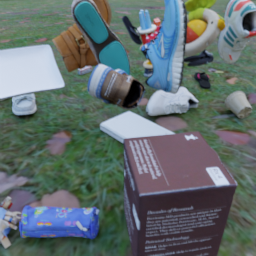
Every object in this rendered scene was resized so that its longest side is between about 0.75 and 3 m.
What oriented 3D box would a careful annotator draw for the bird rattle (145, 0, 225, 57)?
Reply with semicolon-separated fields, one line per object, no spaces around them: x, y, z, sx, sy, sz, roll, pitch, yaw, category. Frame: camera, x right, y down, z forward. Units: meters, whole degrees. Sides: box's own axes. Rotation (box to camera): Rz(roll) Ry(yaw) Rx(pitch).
1.842;-3.031;8.701;2.512;1.415;2.048;-35;41;8;bird rattle

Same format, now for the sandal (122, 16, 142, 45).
0.176;-3.645;10.459;0.256;1.195;0.454;-23;17;35;sandal

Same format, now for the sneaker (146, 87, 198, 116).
1.747;-0.969;10.929;2.419;0.901;1.054;-21;42;-30;sneaker

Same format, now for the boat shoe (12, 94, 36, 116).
-4.267;-1.255;11.422;0.911;0.793;2.473;-8;32;-12;boat shoe

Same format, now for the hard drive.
0.296;0.135;9.627;1.467;0.292;2.224;-26;39;-36;hard drive

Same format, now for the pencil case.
-1.471;2.049;6.059;1.720;0.671;0.747;0;0;2;pencil case

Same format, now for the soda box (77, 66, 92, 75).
-2.307;-3.085;14.954;0.288;0.267;0.841;21;36;31;soda box

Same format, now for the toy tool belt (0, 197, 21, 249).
-2.698;2.105;6.210;0.631;0.641;1.026;31;34;-10;toy tool belt

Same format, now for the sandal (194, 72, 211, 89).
3.699;-2.435;13.753;0.663;0.398;1.765;0;31;0;sandal

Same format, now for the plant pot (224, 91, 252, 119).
4.302;-0.822;10.792;0.872;0.872;0.798;-6;43;-10;plant pot

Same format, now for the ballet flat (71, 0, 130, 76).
-0.641;-2.170;7.033;0.810;2.379;0.800;-31;38;-3;ballet flat

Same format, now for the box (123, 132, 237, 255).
0.854;1.441;5.738;1.712;2.086;1.730;-5;31;-8;box

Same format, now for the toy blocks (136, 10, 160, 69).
1.009;-3.816;11.424;0.800;2.203;1.836;7;42;27;toy blocks

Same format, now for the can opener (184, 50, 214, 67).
2.673;-2.525;10.518;0.552;0.685;1.743;40;38;21;can opener

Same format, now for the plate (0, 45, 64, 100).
-2.879;-1.498;7.646;1.891;0.306;1.887;-14;56;-19;plate

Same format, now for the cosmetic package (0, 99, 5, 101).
-6.040;-1.722;11.570;1.008;1.491;2.835;21;36;33;cosmetic package

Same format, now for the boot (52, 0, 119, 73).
-1.683;-3.616;10.140;2.319;2.998;1.105;-23;26;-7;boot

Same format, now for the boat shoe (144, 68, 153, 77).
1.307;-3.169;14.751;0.482;0.618;1.361;19;36;28;boat shoe

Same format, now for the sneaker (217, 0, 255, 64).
3.854;-3.174;9.713;0.868;2.464;1.152;-17;44;-12;sneaker

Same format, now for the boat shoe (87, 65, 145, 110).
-0.117;-0.780;6.210;0.859;0.858;2.374;25;12;10;boat shoe

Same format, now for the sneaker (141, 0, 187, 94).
0.859;-2.124;7.008;1.145;2.545;0.998;7;19;13;sneaker
